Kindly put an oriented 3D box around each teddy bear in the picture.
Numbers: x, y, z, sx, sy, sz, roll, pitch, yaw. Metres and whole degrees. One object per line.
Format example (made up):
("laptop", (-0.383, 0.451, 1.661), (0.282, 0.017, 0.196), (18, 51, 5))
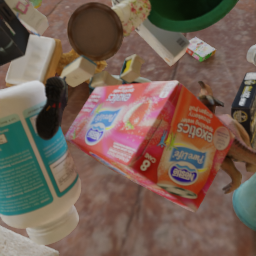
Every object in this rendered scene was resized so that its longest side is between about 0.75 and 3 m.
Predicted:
("teddy bear", (-2.037, -2.397, 10.238), (2.521, 0.842, 1.828), (28, 55, 20))

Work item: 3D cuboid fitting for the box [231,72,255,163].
("box", (2.710, -0.282, 6.307), (0.423, 1.390, 1.724), (4, 36, 31))

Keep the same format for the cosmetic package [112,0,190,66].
("cosmetic package", (0.599, -3.038, 8.183), (0.666, 1.086, 2.631), (-44, 88, 4))

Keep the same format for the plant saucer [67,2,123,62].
("plant saucer", (-0.752, -2.178, 6.424), (1.283, 1.283, 0.206), (-15, 19, -11))

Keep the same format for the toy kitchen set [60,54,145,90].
("toy kitchen set", (-0.590, -1.465, 6.945), (1.633, 0.962, 1.308), (29, 65, -31))

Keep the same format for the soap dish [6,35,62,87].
("soap dish", (-3.177, -2.150, 9.591), (1.529, 0.789, 1.943), (14, 83, 18))

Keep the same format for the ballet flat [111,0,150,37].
("ballet flat", (-0.463, -2.551, 6.912), (2.137, 0.683, 0.808), (-23, 85, 25))

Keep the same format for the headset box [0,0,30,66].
("headset box", (-3.711, -2.371, 6.686), (2.121, 1.846, 0.984), (-18, 50, 15))

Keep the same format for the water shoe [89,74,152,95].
("water shoe", (-0.218, -1.284, 9.560), (2.202, 0.787, 0.869), (5, 83, -2))

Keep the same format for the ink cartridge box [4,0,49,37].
("ink cartridge box", (-2.839, -3.114, 7.691), (1.162, 0.840, 0.492), (36, 88, -12))

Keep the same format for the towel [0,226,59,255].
("towel", (-2.611, 3.042, 6.327), (1.800, 0.310, 1.193), (16, 55, 12))

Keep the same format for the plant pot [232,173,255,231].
("plant pot", (3.436, 1.613, 6.767), (1.408, 1.379, 1.408), (0, 51, 0))

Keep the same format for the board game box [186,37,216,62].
("board game box", (2.820, -3.159, 11.209), (0.824, 0.217, 1.077), (-32, 59, -22))

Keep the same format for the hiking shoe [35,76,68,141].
("hiking shoe", (-1.085, -0.288, 4.230), (0.376, 0.992, 0.499), (21, 16, 6))

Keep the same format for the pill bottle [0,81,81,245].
("pill bottle", (-1.791, 0.671, 5.026), (1.526, 2.755, 1.526), (-15, 16, 4))

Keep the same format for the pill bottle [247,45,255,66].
("pill bottle", (3.750, -1.878, 7.529), (0.576, 0.576, 1.019), (-20, 34, -15))

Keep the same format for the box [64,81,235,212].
("box", (0.130, 0.153, 4.632), (1.270, 1.326, 2.661), (-58, 28, -11))

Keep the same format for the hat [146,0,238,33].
("hat", (2.119, -3.221, 7.579), (2.884, 2.539, 2.389), (8, 86, 26))

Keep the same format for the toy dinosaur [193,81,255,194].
("toy dinosaur", (1.695, 0.059, 5.198), (1.089, 1.719, 2.537), (-19, 15, -6))

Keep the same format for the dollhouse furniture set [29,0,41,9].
("dollhouse furniture set", (-2.126, -4.144, 7.518), (0.714, 0.925, 1.851), (12, 94, -9))
